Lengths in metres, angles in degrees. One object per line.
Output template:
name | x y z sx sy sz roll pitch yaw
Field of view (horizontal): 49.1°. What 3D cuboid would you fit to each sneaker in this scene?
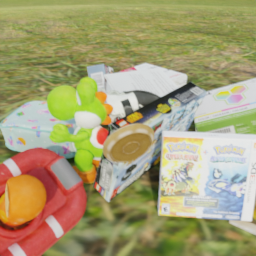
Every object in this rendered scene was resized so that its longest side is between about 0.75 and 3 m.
sneaker | -0.114 -0.438 6.699 1.874 0.694 0.829 2 62 7

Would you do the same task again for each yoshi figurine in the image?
yoshi figurine | -1.171 0.004 6.406 1.404 2.508 1.410 -16 39 -24

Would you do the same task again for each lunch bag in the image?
lunch bag | -2.178 -0.046 8.175 2.443 0.942 1.959 7 30 12

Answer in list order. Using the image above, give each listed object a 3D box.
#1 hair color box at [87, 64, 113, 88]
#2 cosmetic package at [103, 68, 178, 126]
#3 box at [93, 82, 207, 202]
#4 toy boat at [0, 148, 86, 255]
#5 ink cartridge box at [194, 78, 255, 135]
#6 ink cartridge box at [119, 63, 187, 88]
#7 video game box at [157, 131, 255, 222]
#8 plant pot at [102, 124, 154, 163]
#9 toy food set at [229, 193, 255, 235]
hair color box | -0.907 -1.706 10.248 0.617 1.007 2.035 -9 7 6
cosmetic package | 0.351 -0.689 8.446 1.899 1.565 1.567 -12 43 -19
box | 0.556 0.236 6.544 0.583 2.001 2.922 38 43 23
toy boat | -1.810 1.282 4.517 2.644 1.728 1.725 -35 82 -38
ink cartridge box | 3.004 -0.805 8.178 2.157 1.105 2.918 -15 37 19
ink cartridge box | 0.985 -1.804 11.334 1.626 0.933 2.238 -25 38 -37
video game box | 1.556 0.950 5.525 1.868 1.702 0.437 2 12 4
plant pot | 0.032 0.295 4.583 0.907 0.907 0.125 -11 48 -19
toy food set | 3.138 1.421 5.814 1.238 0.687 2.104 24 38 36
